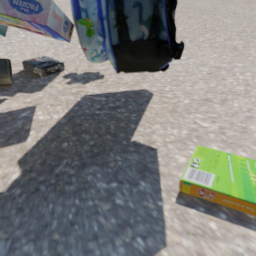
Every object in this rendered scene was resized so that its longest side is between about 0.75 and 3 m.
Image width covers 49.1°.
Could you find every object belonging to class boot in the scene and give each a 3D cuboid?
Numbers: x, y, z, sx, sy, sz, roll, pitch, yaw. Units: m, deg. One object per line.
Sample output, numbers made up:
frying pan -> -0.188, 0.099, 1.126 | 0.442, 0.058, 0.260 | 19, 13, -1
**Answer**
boot -> -5.409, -2.072, 9.494 | 2.705, 0.982, 2.460 | -17, 49, -14

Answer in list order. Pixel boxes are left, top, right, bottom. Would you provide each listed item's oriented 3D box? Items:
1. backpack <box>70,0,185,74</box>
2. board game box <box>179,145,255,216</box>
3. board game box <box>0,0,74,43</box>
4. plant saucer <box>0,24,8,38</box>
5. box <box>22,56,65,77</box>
backpack -> -0.088, -2.580, 5.643 | 2.046, 2.784, 2.548 | -2, 6, 1
board game box -> 2.307, 1.039, 4.962 | 2.535, 0.380, 1.211 | 13, 34, 24
board game box -> -2.045, -1.984, 4.705 | 1.967, 0.406, 1.972 | 15, 9, -4
plant saucer -> -3.018, -2.943, 6.668 | 0.611, 1.749, 0.166 | 32, 51, -15
box -> -3.196, -2.353, 10.573 | 1.311, 0.326, 1.034 | 25, 39, 35
